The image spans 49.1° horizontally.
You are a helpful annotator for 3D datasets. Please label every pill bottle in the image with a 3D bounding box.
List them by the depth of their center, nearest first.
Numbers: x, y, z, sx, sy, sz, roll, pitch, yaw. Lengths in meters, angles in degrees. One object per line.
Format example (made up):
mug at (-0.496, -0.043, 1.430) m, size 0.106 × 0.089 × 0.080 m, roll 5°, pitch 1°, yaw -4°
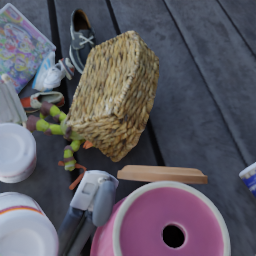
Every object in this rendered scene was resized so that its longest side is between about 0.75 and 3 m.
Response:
pill bottle at (-2.291, 2.049, 5.552) m, size 1.344 × 2.453 × 1.344 m, roll 1°, pitch 88°, yaw -26°
pill bottle at (-2.748, 0.692, 6.616) m, size 1.122 × 1.979 × 1.122 m, roll 5°, pitch 72°, yaw -17°
pill bottle at (3.407, 1.470, 6.986) m, size 0.676 × 0.676 × 1.168 m, roll -26°, pitch 67°, yaw -15°

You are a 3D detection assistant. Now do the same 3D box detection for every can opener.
can opener at (-0.948, 1.969, 5.659) m, size 0.694 × 2.600 × 0.869 m, roll 20°, pitch 25°, yaw -16°

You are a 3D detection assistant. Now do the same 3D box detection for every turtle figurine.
turtle figurine at (-1.628, 0.136, 7.666) m, size 2.203 × 0.880 × 2.732 m, roll 20°, pitch 61°, yaw 9°

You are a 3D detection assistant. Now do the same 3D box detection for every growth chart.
growth chart at (-3.675, -0.269, 6.954) m, size 0.239 × 1.949 × 2.693 m, roll 2°, pitch 21°, yaw 30°

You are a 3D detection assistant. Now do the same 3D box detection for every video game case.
video game case at (-3.812, -2.316, 8.818) m, size 1.996 × 0.251 × 2.787 m, roll 44°, pitch 60°, yaw -25°

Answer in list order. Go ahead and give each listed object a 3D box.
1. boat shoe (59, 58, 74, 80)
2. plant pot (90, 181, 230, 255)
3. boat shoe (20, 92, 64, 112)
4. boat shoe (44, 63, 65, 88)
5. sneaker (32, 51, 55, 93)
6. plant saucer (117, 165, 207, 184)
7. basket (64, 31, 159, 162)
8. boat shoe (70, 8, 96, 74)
boat shoe at (-1.956, -1.967, 9.173) m, size 0.362 × 0.412 × 1.158 m, roll -23°, pitch 43°, yaw -12°
plant pot at (0.634, 2.341, 5.373) m, size 2.877 × 2.575 × 2.877 m, roll 0°, pitch 58°, yaw 0°
boat shoe at (-2.666, -0.818, 8.456) m, size 1.453 × 0.455 × 0.517 m, roll -6°, pitch 71°, yaw -6°
boat shoe at (-2.205, -1.574, 8.314) m, size 0.476 × 0.423 × 1.293 m, roll 1°, pitch 31°, yaw -2°
sneaker at (-2.592, -1.797, 9.061) m, size 0.608 × 0.576 × 1.505 m, roll 23°, pitch 62°, yaw -25°
plant saucer at (0.777, 1.060, 6.444) m, size 2.034 × 2.034 × 0.328 m, roll 4°, pitch 82°, yaw 2°
basket at (0.020, -0.792, 7.214) m, size 1.956 × 2.042 × 2.741 m, roll -13°, pitch 50°, yaw 35°
boat shoe at (-1.514, -2.895, 9.471) m, size 0.897 × 0.844 × 2.497 m, roll -6°, pitch 68°, yaw -19°
